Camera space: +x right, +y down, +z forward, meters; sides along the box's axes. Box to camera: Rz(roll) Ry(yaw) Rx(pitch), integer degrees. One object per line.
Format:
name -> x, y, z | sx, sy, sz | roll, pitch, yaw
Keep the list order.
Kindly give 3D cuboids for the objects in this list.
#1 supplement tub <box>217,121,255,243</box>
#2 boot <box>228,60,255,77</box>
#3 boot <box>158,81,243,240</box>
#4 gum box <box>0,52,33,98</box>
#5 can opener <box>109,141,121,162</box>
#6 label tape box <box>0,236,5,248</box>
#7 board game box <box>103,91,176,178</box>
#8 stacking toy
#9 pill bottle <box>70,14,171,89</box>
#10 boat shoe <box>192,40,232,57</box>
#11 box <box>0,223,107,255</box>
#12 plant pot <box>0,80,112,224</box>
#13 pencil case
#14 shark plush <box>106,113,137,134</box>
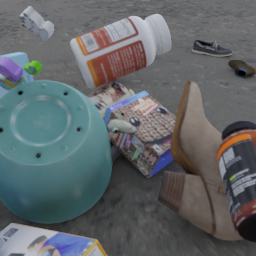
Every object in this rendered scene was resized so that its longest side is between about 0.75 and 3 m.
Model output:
supplement tub -> 1.755, 0.639, 3.900 | 0.888, 0.888, 1.661 | 2, 42, 3
boot -> 4.260, -2.309, 10.777 | 0.577, 0.445, 1.190 | -22, 41, -34
boot -> 1.689, 0.544, 4.947 | 1.938, 0.931, 2.651 | 13, 75, 8
gum box -> -3.211, -0.289, 6.019 | 2.540, 2.158, 0.566 | -23, 28, -31
can opener -> -0.653, 0.650, 5.967 | 0.577, 0.728, 2.191 | 34, 37, 12
label tape box -> -2.794, 1.857, 3.007 | 1.676, 0.773, 2.340 | -15, 20, 40
board game box -> 0.410, 0.086, 6.309 | 1.275, 0.775, 1.600 | -29, 61, -38
stacking toy -> -1.959, -0.826, 4.525 | 0.483, 2.058, 1.551 | 36, 68, -13
pill bottle -> -0.170, -2.108, 7.492 | 2.449, 1.374, 1.374 | -23, 36, -6
boat shoe -> 3.824, -3.647, 12.732 | 1.781, 0.559, 0.647 | 14, 35, 20
box -> -1.479, 1.837, 3.198 | 2.536, 0.526, 1.510 | -12, 20, 45
plant pot -> -1.325, 0.282, 4.701 | 2.239, 1.797, 2.239 | 4, 61, -6
pencil case -> -0.913, -0.255, 6.960 | 1.222, 1.063, 2.732 | -4, 25, 39
shark plush -> -0.206, 0.050, 5.199 | 0.355, 0.853, 0.388 | 29, 60, -27
